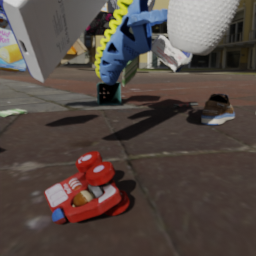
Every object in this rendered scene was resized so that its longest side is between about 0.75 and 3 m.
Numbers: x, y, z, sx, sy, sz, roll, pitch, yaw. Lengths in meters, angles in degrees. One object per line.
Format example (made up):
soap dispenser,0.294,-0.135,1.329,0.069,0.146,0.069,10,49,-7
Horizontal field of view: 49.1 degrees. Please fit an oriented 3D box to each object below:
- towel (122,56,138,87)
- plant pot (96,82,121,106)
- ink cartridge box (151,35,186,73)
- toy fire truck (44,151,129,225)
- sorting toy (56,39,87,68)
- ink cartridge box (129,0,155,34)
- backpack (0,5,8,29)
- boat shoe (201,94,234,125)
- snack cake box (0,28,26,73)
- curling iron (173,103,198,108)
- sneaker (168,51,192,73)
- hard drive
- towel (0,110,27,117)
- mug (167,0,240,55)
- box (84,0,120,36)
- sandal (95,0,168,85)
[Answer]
towel,0.066,-2.316,11.280,0.143,1.220,0.931,35,65,17
plant pot,-1.097,-1.761,14.259,1.098,1.098,1.554,-4,10,-15
ink cartridge box,1.327,-2.573,9.580,1.083,0.638,1.881,38,17,-11
toy fire truck,-0.646,0.953,4.049,1.032,0.689,1.229,-30,23,-16
sorting toy,-2.971,-3.250,9.298,2.102,2.844,0.419,-15,41,32
ink cartridge box,0.215,-3.463,8.634,0.736,1.714,1.255,23,-1,1
backpack,-4.279,-3.498,8.598,1.192,0.964,1.251,17,-41,-42
boat shoe,3.407,-0.775,10.335,0.936,0.938,2.591,7,15,26
snack cake box,-3.171,-1.841,6.399,1.558,0.896,0.523,2,1,-43
curling iron,2.749,-1.107,13.326,1.521,0.194,0.377,-8,15,-30
sneaker,1.926,-2.652,10.990,0.691,0.483,1.196,8,-33,-23
hard drive,-0.889,-2.186,4.564,0.329,2.591,1.710,28,-22,6
towel,-4.790,-0.608,11.435,0.801,0.123,1.050,10,18,36
mug,1.428,-2.537,5.991,1.374,1.632,1.861,2,28,-22
box,-0.943,-4.243,10.026,1.081,1.245,1.884,-5,-4,-19
sandal,0.072,-2.345,7.476,1.290,2.964,1.178,33,33,8
